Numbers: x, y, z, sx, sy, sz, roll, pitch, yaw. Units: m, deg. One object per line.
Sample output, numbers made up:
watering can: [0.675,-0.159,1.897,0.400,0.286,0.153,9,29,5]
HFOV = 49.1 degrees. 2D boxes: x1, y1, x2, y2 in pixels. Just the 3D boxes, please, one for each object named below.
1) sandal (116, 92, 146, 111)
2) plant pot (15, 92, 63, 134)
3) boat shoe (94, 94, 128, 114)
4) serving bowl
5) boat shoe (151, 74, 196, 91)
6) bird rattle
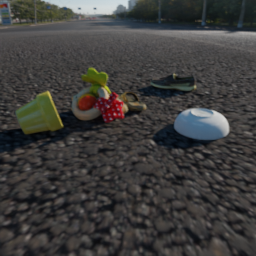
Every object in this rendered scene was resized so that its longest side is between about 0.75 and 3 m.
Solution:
sandal: [0.063,-1.253,12.227,0.852,0.573,2.122,-13,25,-28]
plant pot: [-3.093,-0.411,9.674,1.268,1.348,1.348,-23,29,-10]
boat shoe: [-0.806,-1.004,11.596,0.707,0.773,2.068,-12,36,-32]
serving bowl: [2.619,-0.259,9.992,1.917,0.631,1.917,-1,25,0]
boat shoe: [2.364,-2.461,14.691,2.387,0.774,0.874,8,25,17]
bird rattle: [-1.258,-0.995,10.981,1.956,1.351,2.399,-28,59,8]
